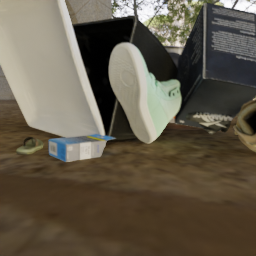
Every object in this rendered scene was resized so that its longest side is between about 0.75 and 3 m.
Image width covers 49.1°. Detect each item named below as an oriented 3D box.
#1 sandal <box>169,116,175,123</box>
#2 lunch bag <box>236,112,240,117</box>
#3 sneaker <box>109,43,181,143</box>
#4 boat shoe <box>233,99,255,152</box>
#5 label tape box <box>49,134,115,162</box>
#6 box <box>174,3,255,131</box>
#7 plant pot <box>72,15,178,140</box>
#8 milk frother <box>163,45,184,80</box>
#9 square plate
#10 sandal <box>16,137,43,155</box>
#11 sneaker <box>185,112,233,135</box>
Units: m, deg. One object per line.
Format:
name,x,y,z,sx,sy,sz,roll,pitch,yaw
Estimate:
sandal,1.422,-0.503,8.784,1.820,0.522,0.697,5,-30,35
lunch bag,3.634,-0.469,8.454,0.962,0.566,0.789,25,9,4
sneaker,0.399,-0.824,5.229,0.752,2.044,1.205,22,54,38
boat shoe,1.938,-0.116,3.967,0.774,0.860,2.383,15,-3,6
label tape box,-0.729,0.302,4.482,0.874,0.277,0.630,-5,9,-37
box,2.015,-1.335,6.679,1.299,2.061,2.096,11,-25,-3
plant pot,-0.192,-0.975,6.804,2.160,2.435,2.429,13,1,-44
milk frother,1.994,-1.635,10.342,2.763,2.599,2.494,-3,15,-23
square plate,-1.687,-1.173,5.475,2.952,2.924,0.420,11,35,43
sandal,-1.685,0.279,4.861,0.319,0.229,0.804,-1,8,-3
sneaker,1.425,-0.075,4.969,0.851,0.385,0.283,4,10,-8
